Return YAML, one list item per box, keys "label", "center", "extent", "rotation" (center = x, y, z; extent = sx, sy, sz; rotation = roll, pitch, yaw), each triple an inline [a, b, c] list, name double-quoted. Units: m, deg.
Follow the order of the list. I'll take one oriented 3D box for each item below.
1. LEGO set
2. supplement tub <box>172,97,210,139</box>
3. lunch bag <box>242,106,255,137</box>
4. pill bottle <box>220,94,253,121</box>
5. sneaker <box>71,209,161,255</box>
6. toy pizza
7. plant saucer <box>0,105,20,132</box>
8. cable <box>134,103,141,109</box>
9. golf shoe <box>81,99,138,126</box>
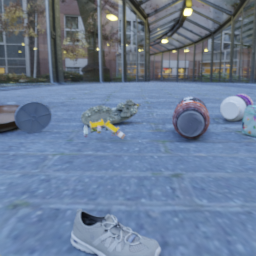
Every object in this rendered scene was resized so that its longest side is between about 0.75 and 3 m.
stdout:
- label: "LEGO set"
  center: [-0.726, 0.113, 8.479]
  extent: [1.256, 0.468, 0.578]
  rotation: [7, 55, -8]
- label: "supplement tub"
  center: [2.073, -0.342, 9.250]
  extent: [1.189, 1.189, 2.223]
  rotation: [3, 12, 12]
- label: "lunch bag"
  center: [4.215, -0.200, 8.894]
  extent: [0.484, 1.006, 1.254]
  rotation: [-4, 16, -27]
- label: "pill bottle"
  center: [4.639, -0.870, 12.053]
  extent: [1.051, 1.051, 1.869]
  rotation: [8, 14, 35]
- label: "sneaker"
  center: [-0.190, 1.268, 3.280]
  extent: [1.156, 0.474, 0.432]
  rotation: [5, 13, 22]
- label: "toy pizza"
  center: [-3.196, -0.386, 9.430]
  extent: [1.202, 1.202, 0.190]
  rotation: [-6, 31, -25]
- label: "plant saucer"
  center: [-4.927, -0.335, 10.426]
  extent: [2.680, 0.430, 2.680]
  rotation: [-2, 19, 1]
- label: "cable"
  center: [0.085, -1.150, 15.653]
  extent: [0.666, 0.345, 1.371]
  rotation: [-30, 15, -35]
- label: "golf shoe"
  center: [-0.749, -0.391, 11.052]
  extent: [2.250, 0.881, 1.094]
  rotation: [-11, -18, -16]
